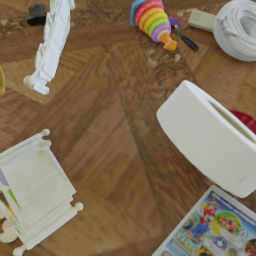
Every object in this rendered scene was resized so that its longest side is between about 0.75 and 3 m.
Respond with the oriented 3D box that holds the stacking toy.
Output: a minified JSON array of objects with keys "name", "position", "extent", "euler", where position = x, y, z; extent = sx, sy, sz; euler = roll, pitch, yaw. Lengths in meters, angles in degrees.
[{"name":"stacking toy","position":[1.035,-3.393,9.501],"extent":[1.192,1.127,2.054],"euler":[-27,71,-10]}]

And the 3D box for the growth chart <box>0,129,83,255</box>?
[{"name":"growth chart","position":[-2.328,1.380,6.629],"extent":[1.957,0.240,2.705],"euler":[-26,60,-16]}]

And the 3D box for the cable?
[{"name":"cable","position":[3.807,-3.131,9.045],"extent":[2.138,0.740,2.137],"euler":[39,62,-4]}]

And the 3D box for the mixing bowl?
[{"name":"mixing bowl","position":[2.451,0.515,6.730],"extent":[1.708,0.925,1.708],"euler":[4,61,-7]}]

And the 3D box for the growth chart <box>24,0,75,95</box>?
[{"name":"growth chart","position":[-1.137,-1.408,4.300],"extent":[0.171,1.393,1.925],"euler":[15,81,-5]}]

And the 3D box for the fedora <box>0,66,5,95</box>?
[{"name":"fedora","position":[-2.686,-1.029,4.742],"extent":[0.910,2.230,2.230],"euler":[-17,57,-15]}]

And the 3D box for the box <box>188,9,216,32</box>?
[{"name":"box","position":[2.802,-3.736,9.874],"extent":[1.232,0.421,0.506],"euler":[24,102,14]}]

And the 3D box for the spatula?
[{"name":"spatula","position":[1.844,-3.345,9.841],"extent":[0.572,0.208,2.025],"euler":[-23,61,-19]}]

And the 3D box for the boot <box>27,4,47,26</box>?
[{"name":"boot","position":[-3.197,-4.263,10.357],"extent":[1.160,0.402,1.010],"euler":[-3,56,1]}]

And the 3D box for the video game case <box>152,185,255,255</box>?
[{"name":"video game case","position":[1.296,2.230,4.301],"extent":[2.343,0.211,1.678],"euler":[-43,55,-16]}]

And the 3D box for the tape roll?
[{"name":"tape roll","position":[1.541,0.137,4.878],"extent":[0.751,2.147,2.147],"euler":[-49,60,20]}]
